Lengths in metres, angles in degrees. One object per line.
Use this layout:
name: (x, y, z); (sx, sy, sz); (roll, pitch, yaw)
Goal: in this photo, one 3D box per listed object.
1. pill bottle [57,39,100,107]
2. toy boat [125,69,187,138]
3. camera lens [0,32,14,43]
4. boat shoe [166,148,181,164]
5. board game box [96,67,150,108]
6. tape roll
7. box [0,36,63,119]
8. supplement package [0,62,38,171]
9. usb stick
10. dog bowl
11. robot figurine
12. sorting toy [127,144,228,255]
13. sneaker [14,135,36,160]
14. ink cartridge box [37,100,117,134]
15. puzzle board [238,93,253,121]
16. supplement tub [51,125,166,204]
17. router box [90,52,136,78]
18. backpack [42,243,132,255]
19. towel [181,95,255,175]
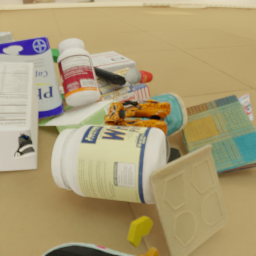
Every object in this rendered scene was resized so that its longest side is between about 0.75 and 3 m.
pill bottle: (-1.809, -1.959, 9.958); (1.229, 2.176, 1.229); (-14, -11, -3)
toy boat: (0.669, -0.752, 8.981); (2.055, 2.445, 1.136); (-27, -11, 39)
camera lens: (-5.332, -2.296, 11.208); (2.128, 2.660, 2.128); (-5, 26, 2)
boat shoe: (0.335, 0.890, 7.817); (2.549, 0.799, 0.933); (-6, 31, -13)
board game box: (-0.428, -1.683, 11.982); (1.950, 0.596, 2.574); (-19, 34, -8)
tape roll: (-2.952, -2.169, 11.546); (2.213, 2.213, 0.532); (2, 47, 3)
box: (-3.747, -1.633, 9.824); (2.478, 2.694, 1.414); (-13, 19, -12)
supplement package: (-3.547, -0.320, 7.797); (1.866, 1.879, 2.476); (-2, 52, -14)
usb stick: (-0.918, -2.207, 11.762); (0.713, 0.419, 2.571); (6, 15, -33)
dog bowl: (-0.088, 0.817, 7.434); (2.393, 0.702, 2.393); (-6, 45, 6)
robot figurine: (0.181, -0.298, 7.634); (1.852, 0.539, 1.343); (3, 55, 18)
sorting toy: (0.906, 1.519, 5.237); (2.486, 1.852, 0.333); (-18, 9, -35)
sneaker: (-2.428, 0.436, 6.508); (0.349, 0.535, 0.956); (-11, -2, -41)
ink cartridge box: (-1.809, -0.299, 9.939); (2.604, 0.624, 1.895); (-4, 25, 39)
puzzle board: (4.021, -0.576, 9.784); (1.349, 1.017, 0.117); (-24, 15, -41)
supplement tub: (-0.343, 0.730, 5.957); (2.145, 1.555, 1.555); (3, 30, 14)
router box: (-1.381, -3.314, 15.051); (2.787, 0.681, 2.501); (-17, 34, -26)
backpack: (-0.364, 2.746, 3.471); (2.549, 1.919, 2.263); (12, 33, 15)
towel: (2.698, 0.178, 8.396); (2.077, 0.307, 2.832); (-15, 42, 8)
